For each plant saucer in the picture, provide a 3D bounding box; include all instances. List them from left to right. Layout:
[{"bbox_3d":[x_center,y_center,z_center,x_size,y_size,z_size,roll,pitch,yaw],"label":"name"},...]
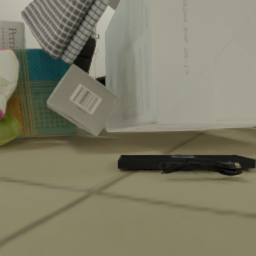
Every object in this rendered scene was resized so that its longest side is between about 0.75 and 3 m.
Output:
[{"bbox_3d":[-2.372,-0.075,4.120,1.481,0.230,1.481,21,16,-7],"label":"plant saucer"}]

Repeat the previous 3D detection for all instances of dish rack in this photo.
[{"bbox_3d":[-1.066,-1.767,6.361,0.545,1.532,1.997,13,41,-16],"label":"dish rack"}]

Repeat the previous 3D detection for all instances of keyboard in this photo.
[{"bbox_3d":[0.542,0.340,2.626,1.280,0.132,0.813,-1,0,0],"label":"keyboard"}]

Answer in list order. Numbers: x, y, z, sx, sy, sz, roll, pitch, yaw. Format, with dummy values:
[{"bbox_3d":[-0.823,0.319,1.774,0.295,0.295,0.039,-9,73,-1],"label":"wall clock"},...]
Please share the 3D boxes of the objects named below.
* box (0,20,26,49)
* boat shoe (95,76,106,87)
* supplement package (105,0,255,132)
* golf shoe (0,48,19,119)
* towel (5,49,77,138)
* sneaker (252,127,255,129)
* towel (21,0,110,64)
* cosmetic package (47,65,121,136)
[{"bbox_3d":[-2.871,-0.975,5.973,1.416,2.155,2.166,-3,6,-20],"label":"box"},{"bbox_3d":[-0.954,-0.726,6.869,2.677,0.954,0.806,-19,-11,2],"label":"boat shoe"},{"bbox_3d":[0.948,-1.096,5.028,2.255,2.272,2.993,-1,-2,-15],"label":"supplement package"},{"bbox_3d":[-2.934,-1.106,4.018,2.755,1.261,1.037,27,-28,-15],"label":"golf shoe"},{"bbox_3d":[-2.047,-0.602,4.987,2.166,1.588,0.235,-4,5,-14],"label":"towel"},{"bbox_3d":[3.176,-0.386,6.166,0.889,0.788,2.103,-9,-7,-20],"label":"sneaker"},{"bbox_3d":[-1.076,-1.909,4.506,0.629,1.217,1.470,12,31,-46],"label":"towel"},{"bbox_3d":[-0.755,-0.390,4.337,0.825,0.697,1.545,34,-9,-13],"label":"cosmetic package"}]
